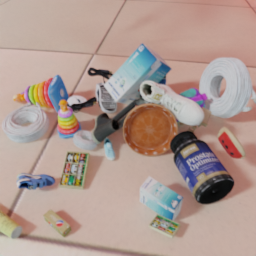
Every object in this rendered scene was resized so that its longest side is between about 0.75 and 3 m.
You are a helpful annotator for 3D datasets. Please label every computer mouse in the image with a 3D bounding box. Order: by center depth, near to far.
[{"bbox_3d":[-2.199,-1.118,12.127,1.180,0.472,2.153,-26,19,-24],"label":"computer mouse"},{"bbox_3d":[-1.144,-1.675,13.077,1.334,0.534,2.432,4,64,-29],"label":"computer mouse"}]

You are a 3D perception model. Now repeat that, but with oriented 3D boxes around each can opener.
[{"bbox_3d":[0.236,-0.746,12.165,2.264,0.757,0.604,-40,76,-8],"label":"can opener"}]

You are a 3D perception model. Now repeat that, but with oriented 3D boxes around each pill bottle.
[{"bbox_3d":[2.404,1.278,9.669,1.367,1.367,2.444,-13,44,-14],"label":"pill bottle"}]

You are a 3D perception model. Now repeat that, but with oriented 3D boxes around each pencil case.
[{"bbox_3d":[1.873,-0.747,11.872,2.855,1.319,1.215,-22,82,-21],"label":"pencil case"}]

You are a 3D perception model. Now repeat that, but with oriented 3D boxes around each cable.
[{"bbox_3d":[-1.688,0.486,11.100,0.971,0.336,0.971,29,29,16],"label":"cable"},{"bbox_3d":[-4.295,-0.171,11.789,1.860,0.644,1.860,-26,50,-25],"label":"cable"},{"bbox_3d":[4.077,-1.696,12.006,0.892,2.575,2.575,-1,75,-24],"label":"cable"}]

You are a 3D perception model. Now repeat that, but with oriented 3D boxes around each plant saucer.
[{"bbox_3d":[0.829,0.074,10.596,2.061,2.061,0.333,1,18,1],"label":"plant saucer"}]

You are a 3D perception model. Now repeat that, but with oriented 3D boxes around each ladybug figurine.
[{"bbox_3d":[3.469,0.562,9.506,0.468,0.883,1.301,-31,50,4],"label":"ladybug figurine"}]

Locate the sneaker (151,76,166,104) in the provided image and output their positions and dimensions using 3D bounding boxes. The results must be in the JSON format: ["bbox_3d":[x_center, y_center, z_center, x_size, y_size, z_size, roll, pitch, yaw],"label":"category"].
[{"bbox_3d":[1.465,-1.608,13.232,0.900,1.040,2.400,5,66,11],"label":"sneaker"}]

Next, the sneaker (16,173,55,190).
[{"bbox_3d":[-3.110,1.862,9.415,1.267,0.468,0.521,4,33,-13],"label":"sneaker"}]

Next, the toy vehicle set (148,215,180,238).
[{"bbox_3d":[1.101,2.975,8.498,0.817,0.108,0.508,14,37,34],"label":"toy vehicle set"}]

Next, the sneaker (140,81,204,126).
[{"bbox_3d":[1.458,-0.920,10.343,1.492,0.951,2.581,7,26,-43],"label":"sneaker"}]

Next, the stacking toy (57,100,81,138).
[{"bbox_3d":[-2.513,-0.471,11.333,0.971,1.673,0.918,-14,45,-11],"label":"stacking toy"}]

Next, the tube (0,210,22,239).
[{"bbox_3d":[-3.993,2.864,8.668,1.644,0.427,0.477,21,8,28],"label":"tube"}]

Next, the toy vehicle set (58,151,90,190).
[{"bbox_3d":[-1.912,1.500,10.052,0.858,0.183,1.382,3,57,4],"label":"toy vehicle set"}]

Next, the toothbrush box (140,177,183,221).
[{"bbox_3d":[1.014,2.262,8.831,1.276,0.934,0.544,28,54,26],"label":"toothbrush box"}]

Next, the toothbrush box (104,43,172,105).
[{"bbox_3d":[0.436,-2.197,12.153,1.048,2.457,1.799,54,20,19],"label":"toothbrush box"}]

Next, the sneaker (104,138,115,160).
[{"bbox_3d":[-0.763,0.805,10.862,0.376,0.417,1.018,-18,44,-10],"label":"sneaker"}]

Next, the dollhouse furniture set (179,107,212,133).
[{"bbox_3d":[2.490,-0.157,10.984,0.795,1.535,0.679,29,56,2],"label":"dollhouse furniture set"}]

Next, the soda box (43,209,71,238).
[{"bbox_3d":[-2.193,2.932,8.641,0.936,0.300,0.317,29,50,27],"label":"soda box"}]

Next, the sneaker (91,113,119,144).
[{"bbox_3d":[-0.780,-0.151,11.299,1.022,0.720,1.925,-30,26,21],"label":"sneaker"}]

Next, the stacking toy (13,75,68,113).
[{"bbox_3d":[-4.211,-1.517,12.979,2.571,1.411,1.492,-3,44,14],"label":"stacking toy"}]
